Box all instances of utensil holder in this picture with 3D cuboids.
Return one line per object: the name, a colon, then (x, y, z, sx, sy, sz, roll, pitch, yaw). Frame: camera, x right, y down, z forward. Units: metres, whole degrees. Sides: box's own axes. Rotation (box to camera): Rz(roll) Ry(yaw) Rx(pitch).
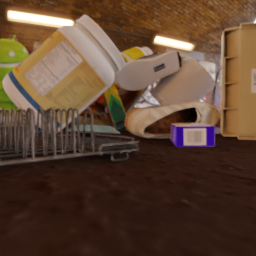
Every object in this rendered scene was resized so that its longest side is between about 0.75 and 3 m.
utensil holder: (1.973, -1.402, 10.208, 1.888, 1.604, 1.604, -43, -3, 7)

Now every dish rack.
dish rack: (-1.416, 0.059, 3.858, 2.943, 0.803, 2.258, -2, 4, -35)

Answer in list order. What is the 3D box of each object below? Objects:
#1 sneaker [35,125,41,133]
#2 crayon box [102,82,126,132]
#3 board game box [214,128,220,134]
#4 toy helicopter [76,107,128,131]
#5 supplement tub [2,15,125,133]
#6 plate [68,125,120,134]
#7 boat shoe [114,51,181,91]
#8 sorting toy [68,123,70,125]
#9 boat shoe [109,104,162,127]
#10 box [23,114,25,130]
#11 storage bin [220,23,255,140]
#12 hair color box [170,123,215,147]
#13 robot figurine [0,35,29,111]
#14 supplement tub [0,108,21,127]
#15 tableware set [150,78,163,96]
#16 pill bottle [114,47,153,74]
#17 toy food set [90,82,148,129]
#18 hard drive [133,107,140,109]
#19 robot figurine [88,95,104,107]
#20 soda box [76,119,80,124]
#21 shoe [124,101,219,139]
sneaker: (-2.876, -0.004, 9.592, 1.165, 0.441, 0.612, -9, 21, -37)
crayon box: (-0.490, -0.827, 9.073, 0.439, 1.703, 1.071, -18, -17, -5)
board game box: (2.396, 0.093, 8.970, 0.753, 0.192, 1.113, 2, 4, 41)
toy helicopter: (-0.737, -0.209, 9.748, 2.114, 0.834, 1.398, 13, 10, 1)
supplement tub: (-1.682, -1.449, 7.694, 2.830, 2.047, 2.047, -42, 5, -1)
plate: (-1.036, 0.042, 8.318, 1.618, 0.207, 1.618, 2, -4, 0)
boat shoe: (0.479, -1.912, 9.478, 2.626, 0.980, 1.218, -21, 17, -27)
sorting toy: (-4.465, -0.709, 15.406, 1.676, 1.145, 2.790, 2, 4, 35)
boat shoe: (0.523, -0.398, 11.258, 2.844, 1.024, 0.974, 0, 12, 1)
box: (-3.773, -0.545, 11.021, 0.721, 1.257, 0.830, 0, 3, -4)
storage bin: (3.852, -1.132, 7.175, 2.834, 2.855, 1.338, 1, 5, 15)
hair color box: (1.319, 0.126, 5.970, 0.750, 0.444, 1.371, 0, 1, 4)
robot figurine: (-4.758, -2.162, 11.121, 1.664, 2.877, 2.524, 15, 30, 16)
supplement tub: (-5.688, -0.654, 13.427, 1.235, 1.235, 1.707, 2, 3, 38)
tableware set: (1.335, -1.703, 11.275, 0.713, 0.216, 1.078, -2, -36, -25)
pill bottle: (0.141, -2.451, 10.509, 0.987, 0.987, 1.774, 3, 29, 46)
toy food set: (-0.901, -1.469, 10.827, 2.862, 2.054, 0.865, 35, -4, 20)
hard drive: (-0.414, -0.546, 12.555, 2.025, 0.383, 1.415, -1, 25, -3)
robot figurine: (-1.754, -1.599, 9.974, 1.452, 1.791, 2.490, -16, 35, -5)
soda box: (-1.254, -0.499, 14.211, 2.699, 0.858, 0.923, -1, 3, 1)
shoe: (1.288, -0.128, 7.001, 2.763, 0.966, 0.738, -7, 16, -25)
